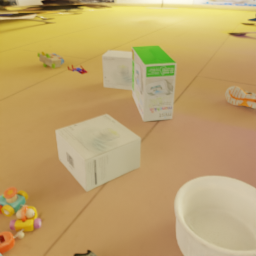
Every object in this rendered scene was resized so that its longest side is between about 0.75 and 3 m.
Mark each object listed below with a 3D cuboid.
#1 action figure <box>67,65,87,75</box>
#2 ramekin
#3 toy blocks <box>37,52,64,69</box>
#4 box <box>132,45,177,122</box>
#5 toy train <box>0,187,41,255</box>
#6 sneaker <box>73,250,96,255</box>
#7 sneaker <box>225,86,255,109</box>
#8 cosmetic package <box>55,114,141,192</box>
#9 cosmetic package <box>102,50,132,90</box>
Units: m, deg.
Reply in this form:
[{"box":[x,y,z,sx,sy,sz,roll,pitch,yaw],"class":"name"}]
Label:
[{"box":[-1.851,-2.191,10.556,0.314,0.248,0.961,-18,-12,28],"class":"action figure"},{"box":[1.998,2.082,5.954,2.098,1.023,2.098,0,30,0],"class":"ramekin"},{"box":[-4.471,-4.076,16.842,1.699,0.849,1.161,31,32,33],"class":"toy blocks"},{"box":[0.978,-1.889,11.452,1.272,2.321,2.630,-5,31,-8],"class":"box"},{"box":[-2.880,2.061,6.475,1.457,0.540,1.940,-17,35,-27],"class":"toy train"},{"box":[-1.044,2.749,5.455,1.095,0.404,0.479,-17,33,-34],"class":"sneaker"},{"box":[5.065,-1.217,12.016,0.771,0.781,1.996,6,19,-39],"class":"sneaker"},{"box":[-0.896,0.624,8.348,1.851,1.138,1.845,-19,36,-32],"class":"cosmetic package"},{"box":[-0.328,-2.832,13.740,1.631,1.636,1.006,8,31,14],"class":"cosmetic package"}]
